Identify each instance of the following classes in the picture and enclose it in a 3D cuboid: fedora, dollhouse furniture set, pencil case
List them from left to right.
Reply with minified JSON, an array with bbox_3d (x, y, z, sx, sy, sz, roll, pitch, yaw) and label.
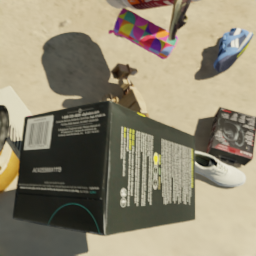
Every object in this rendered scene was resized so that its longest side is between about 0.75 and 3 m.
[{"bbox_3d":[-4.139,0.584,7.295,2.839,1.158,2.839,0,66,0],"label":"fedora"},{"bbox_3d":[0.179,-0.513,7.997,1.057,1.237,2.387,2,57,-44],"label":"dollhouse furniture set"},{"bbox_3d":[0.410,-2.386,7.236,1.720,0.760,0.760,24,67,-5],"label":"pencil case"}]

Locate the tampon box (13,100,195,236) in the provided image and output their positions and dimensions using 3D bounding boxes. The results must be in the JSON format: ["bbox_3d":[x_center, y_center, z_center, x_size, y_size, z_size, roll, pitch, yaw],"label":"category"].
[{"bbox_3d":[-0.216,0.719,4.595,1.845,2.461,1.554,-6,75,35],"label":"tampon box"}]

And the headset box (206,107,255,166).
[{"bbox_3d":[2.854,0.287,7.721,1.104,0.573,1.483,16,64,7],"label":"headset box"}]

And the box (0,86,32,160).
[{"bbox_3d":[-2.092,0.082,5.485,0.616,0.740,1.801,-32,67,-28],"label":"box"}]

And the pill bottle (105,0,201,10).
[{"bbox_3d":[0.624,-3.803,7.018,2.744,1.503,1.503,13,61,43],"label":"pill bottle"}]

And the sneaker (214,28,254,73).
[{"bbox_3d":[3.214,-2.526,8.998,0.825,0.742,2.006,37,62,16],"label":"sneaker"}]

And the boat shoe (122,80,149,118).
[{"bbox_3d":[0.079,-0.807,8.284,0.518,0.519,1.474,-21,67,-13],"label":"boat shoe"}]

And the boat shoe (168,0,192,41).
[{"bbox_3d":[1.152,-2.439,6.268,0.392,1.209,0.435,9,56,3],"label":"boat shoe"}]

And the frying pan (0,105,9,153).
[{"bbox_3d":[-2.055,-0.083,4.160,0.226,1.391,0.841,9,63,-2],"label":"frying pan"}]

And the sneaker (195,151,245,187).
[{"bbox_3d":[2.293,1.095,7.365,1.652,0.585,0.603,17,66,8],"label":"sneaker"}]
